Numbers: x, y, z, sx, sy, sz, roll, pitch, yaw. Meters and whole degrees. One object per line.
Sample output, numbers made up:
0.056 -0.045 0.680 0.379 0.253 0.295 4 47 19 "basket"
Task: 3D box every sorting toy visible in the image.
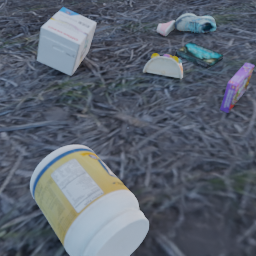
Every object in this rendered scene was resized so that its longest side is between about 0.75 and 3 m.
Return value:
1.572 -2.644 11.387 1.564 0.836 1.408 13 25 14 "sorting toy"

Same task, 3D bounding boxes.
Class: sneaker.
3.375 -5.115 13.865 2.110 0.819 0.911 -6 46 -6 "sneaker"
1.881 -5.095 14.055 0.670 0.483 1.282 26 53 19 "sneaker"

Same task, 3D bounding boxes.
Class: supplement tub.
-0.847 1.632 5.947 1.686 1.686 2.330 -28 51 -27 "supplement tub"

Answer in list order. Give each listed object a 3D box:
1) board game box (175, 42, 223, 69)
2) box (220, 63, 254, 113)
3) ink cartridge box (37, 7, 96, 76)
3.090 -3.183 12.187 1.704 0.240 1.152 33 52 30 "board game box"
3.753 -1.395 9.628 0.317 1.110 1.622 28 50 27 "box"
-2.450 -3.487 11.242 1.531 1.524 2.087 24 44 -5 "ink cartridge box"
